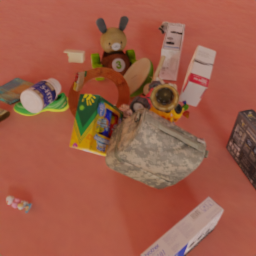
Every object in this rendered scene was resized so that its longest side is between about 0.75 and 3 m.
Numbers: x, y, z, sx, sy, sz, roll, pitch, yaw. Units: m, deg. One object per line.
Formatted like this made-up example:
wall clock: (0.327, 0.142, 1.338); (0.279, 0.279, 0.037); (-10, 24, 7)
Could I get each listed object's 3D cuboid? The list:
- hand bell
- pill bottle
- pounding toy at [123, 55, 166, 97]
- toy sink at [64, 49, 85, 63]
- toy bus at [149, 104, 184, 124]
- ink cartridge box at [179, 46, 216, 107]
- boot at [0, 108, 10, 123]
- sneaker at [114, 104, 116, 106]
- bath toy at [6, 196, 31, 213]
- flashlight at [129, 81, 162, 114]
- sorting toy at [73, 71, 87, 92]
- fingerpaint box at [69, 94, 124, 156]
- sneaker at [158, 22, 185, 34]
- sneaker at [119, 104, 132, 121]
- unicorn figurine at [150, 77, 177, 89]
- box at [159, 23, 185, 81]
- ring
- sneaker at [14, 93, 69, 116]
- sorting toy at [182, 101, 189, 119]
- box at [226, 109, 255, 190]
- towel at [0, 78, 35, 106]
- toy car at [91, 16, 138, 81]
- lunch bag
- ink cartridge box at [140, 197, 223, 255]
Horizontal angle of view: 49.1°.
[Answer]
hand bell: (1.155, -1.148, 8.640); (0.824, 0.824, 1.582); (7, 25, 7)
pill bottle: (-3.241, -1.290, 10.628); (0.910, 0.910, 1.520); (14, 36, 15)
pounding toy: (0.834, -2.001, 12.382); (2.507, 1.163, 1.935); (9, 71, 57)
toy sink: (-2.236, -2.964, 11.634); (0.794, 0.445, 0.518); (5, 26, -1)
toy bus: (1.421, -0.308, 10.661); (1.341, 0.910, 1.287); (10, 74, -32)
ink cartridge box: (2.840, -2.121, 11.507); (0.824, 1.435, 1.976); (19, 64, 4)
boot: (-5.580, -0.493, 11.469); (0.888, 0.414, 1.148); (25, 44, 23)
sneaker: (0.067, -0.675, 11.561); (1.562, 0.605, 0.622); (25, 35, 20)
bath toy: (-3.410, 2.349, 8.620); (0.832, 0.362, 0.308); (15, 83, 16)
flashlight: (0.719, -1.129, 10.037); (0.691, 0.688, 2.033); (10, 36, 20)
sorting toy: (-1.683, -1.573, 9.373); (0.219, 0.624, 1.294); (12, 17, 4)
fingerpaint box: (-0.929, 0.008, 9.157); (0.740, 2.016, 1.682); (6, 79, 22)
sneaker: (2.551, -5.956, 17.070); (1.670, 0.627, 0.965); (24, 53, 36)
sneaker: (0.432, 0.050, 10.263); (2.605, 0.870, 1.396); (29, 77, 29)
unicorn figurine: (1.407, -1.615, 11.113); (1.134, 0.779, 0.419); (7, 15, 13)
box: (2.221, -3.875, 14.059); (0.871, 1.689, 2.896); (8, 44, 9)
ring: (-1.234, -1.312, 11.470); (2.617, 0.251, 2.617); (-2, 76, 10)
sneaker: (-3.631, -1.120, 11.730); (2.262, 0.945, 0.838); (-9, 46, -8)
sorting toy: (2.351, -0.696, 11.327); (0.312, 0.899, 0.310); (-16, 45, 4)
box: (4.192, 0.798, 9.117); (0.589, 1.819, 2.307); (-11, 44, -11)
towel: (-5.027, -1.657, 12.406); (2.295, 0.249, 1.683); (20, 45, 39)
toy car: (-0.643, -3.895, 13.312); (2.245, 2.733, 2.156); (-9, 45, -9)
lunch bag: (0.833, 0.569, 8.197); (2.395, 2.009, 1.669); (28, 54, -17)
ink cartridge box: (1.391, 2.954, 7.342); (2.502, 1.176, 0.553); (-29, 52, -27)
